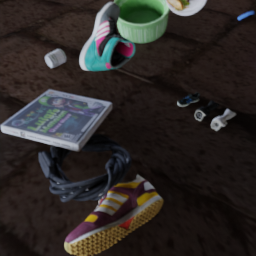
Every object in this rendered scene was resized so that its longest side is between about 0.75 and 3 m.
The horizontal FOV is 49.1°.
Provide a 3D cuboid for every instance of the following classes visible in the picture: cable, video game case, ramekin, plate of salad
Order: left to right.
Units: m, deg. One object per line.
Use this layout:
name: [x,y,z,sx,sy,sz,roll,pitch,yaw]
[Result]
video game case: [-2.210,-0.392,9.327,2.588,0.332,2.847,13,33,12]
cable: [-1.105,1.055,7.868,2.407,0.749,2.950,-13,27,-27]
ramekin: [0.657,-5.356,13.455,2.685,1.311,2.685,-2,61,4]
plate of salad: [2.093,-4.867,10.041,1.574,1.574,0.378,6,21,6]

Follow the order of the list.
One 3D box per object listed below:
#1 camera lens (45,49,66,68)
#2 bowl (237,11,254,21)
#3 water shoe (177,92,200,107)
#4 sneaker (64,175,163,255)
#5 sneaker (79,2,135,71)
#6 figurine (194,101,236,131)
camera lens: [-3.109,-2.994,12.066,0.611,0.611,0.764,34,56,28]
bowl: [6.224,-5.885,14.765,0.845,0.845,0.166,-20,93,-18]
water shoe: [2.239,-1.091,10.431,0.933,0.368,0.334,-21,50,-18]
sneaker: [-0.463,2.124,7.048,2.659,0.996,1.198,-19,46,-28]
sneaker: [-0.286,-1.940,6.026,1.028,0.712,1.702,16,77,24]
figurine: [3.098,-0.495,9.847,1.107,0.477,1.080,35,52,28]
